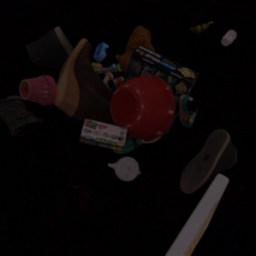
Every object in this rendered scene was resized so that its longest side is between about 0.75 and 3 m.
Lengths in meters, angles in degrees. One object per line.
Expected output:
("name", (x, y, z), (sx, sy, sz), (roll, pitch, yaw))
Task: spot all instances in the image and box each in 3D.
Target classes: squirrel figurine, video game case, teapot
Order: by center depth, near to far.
("video game case", (1.392, 2.884, 6.769), (0.337, 2.680, 2.944), (29, 54, 25))
("teapot", (-0.076, 1.237, 8.380), (0.759, 0.561, 0.768), (-30, 94, -25))
("squirrel figurine", (0.279, -3.611, 13.031), (1.500, 2.120, 1.979), (29, 44, 17))

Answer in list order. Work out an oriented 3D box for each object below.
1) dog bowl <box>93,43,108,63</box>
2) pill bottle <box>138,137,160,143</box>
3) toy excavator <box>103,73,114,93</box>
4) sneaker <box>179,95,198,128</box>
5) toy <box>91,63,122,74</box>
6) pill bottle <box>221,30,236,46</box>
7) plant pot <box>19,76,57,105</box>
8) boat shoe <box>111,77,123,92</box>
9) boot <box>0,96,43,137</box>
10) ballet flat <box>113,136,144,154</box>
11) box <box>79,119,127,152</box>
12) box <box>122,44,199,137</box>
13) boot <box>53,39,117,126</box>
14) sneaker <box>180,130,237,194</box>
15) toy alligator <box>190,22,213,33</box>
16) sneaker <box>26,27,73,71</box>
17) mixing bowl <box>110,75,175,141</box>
("dog bowl", (-1.033, -2.832, 10.485), (0.503, 0.224, 0.903), (-22, 44, 37))
("pill bottle", (0.510, -0.396, 9.521), (0.973, 1.782, 0.973), (-15, 37, 12))
("toy excavator", (-0.842, -1.451, 10.717), (0.554, 1.109, 1.079), (2, 29, 39))
("sneaker", (1.950, -0.454, 8.909), (0.446, 1.250, 0.499), (-38, 41, -22))
("toy", (-1.222, -2.409, 11.358), (1.834, 0.433, 1.056), (-2, 5, 11))
("pill bottle", (5.464, -4.871, 15.231), (0.538, 0.538, 0.949), (28, 54, 23))
("plant pot", (-2.784, -1.145, 8.539), (0.919, 0.919, 0.823), (40, 28, 30))
("boat shoe", (-0.466, -1.524, 11.028), (0.400, 1.280, 0.456), (-25, 71, -21))
("boot", (-4.765, -0.350, 10.981), (2.272, 0.787, 1.978), (-26, 52, -24))
("ballet flat", (0.156, 0.481, 10.430), (1.694, 0.599, 0.599), (-23, 52, -15))
("box", (-0.699, 0.207, 7.992), (1.251, 0.217, 0.689), (14, 57, -5))
("box", (0.873, -1.199, 9.848), (2.219, 2.792, 0.642), (29, 49, 9))
("boot", (-1.174, -1.459, 9.835), (2.441, 1.062, 2.934), (27, 62, -22))
("sneaker", (2.434, 1.180, 8.083), (2.084, 1.107, 0.780), (-52, 36, -5))
("toy alligator", (4.277, -5.733, 16.103), (1.638, 0.393, 0.543), (-23, 20, -19))
("sneaker", (-3.029, -2.867, 11.963), (1.589, 2.992, 1.119), (-24, 61, 1))
("mixing bowl", (0.234, -0.616, 8.541), (2.113, 2.113, 1.144), (41, 27, 31))
